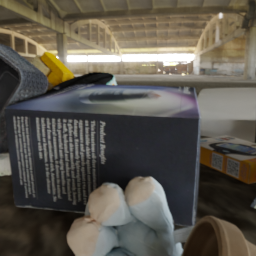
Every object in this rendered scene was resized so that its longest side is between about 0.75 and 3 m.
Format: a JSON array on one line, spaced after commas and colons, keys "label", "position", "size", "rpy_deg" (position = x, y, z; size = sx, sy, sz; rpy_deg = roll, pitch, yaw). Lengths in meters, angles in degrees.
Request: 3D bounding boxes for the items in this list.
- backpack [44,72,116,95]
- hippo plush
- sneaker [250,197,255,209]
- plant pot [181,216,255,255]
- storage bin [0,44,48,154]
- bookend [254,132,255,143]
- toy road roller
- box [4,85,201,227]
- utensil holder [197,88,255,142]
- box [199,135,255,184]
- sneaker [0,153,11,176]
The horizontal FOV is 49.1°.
[{"label": "backpack", "position": [-1.288, -0.670, 8.245], "size": [1.961, 1.710, 2.231], "rpy_deg": [9, 46, 46]}, {"label": "hippo plush", "position": [0.044, 0.896, 3.018], "size": [1.366, 1.088, 1.099], "rpy_deg": [-3, 13, -11]}, {"label": "sneaker", "position": [2.548, 0.965, 4.104], "size": [0.855, 0.731, 2.085], "rpy_deg": [34, 31, 34]}, {"label": "plant pot", "position": [0.868, 1.261, 2.064], "size": [0.856, 0.982, 0.982], "rpy_deg": [19, 13, 1]}, {"label": "storage bin", "position": [-2.434, -0.479, 4.841], "size": [1.230, 1.820, 0.853], "rpy_deg": [38, 10, 8]}, {"label": "bookend", "position": [4.061, 0.394, 6.062], "size": [1.746, 0.809, 1.757], "rpy_deg": [-3, 13, -10]}, {"label": "toy road roller", "position": [-2.428, -1.394, 10.480], "size": [2.669, 1.640, 1.948], "rpy_deg": [45, 17, 8]}, {"label": "box", "position": [-0.141, 0.156, 4.843], "size": [2.600, 1.616, 2.622], "rpy_deg": [4, 17, 10]}, {"label": "utensil holder", "position": [3.071, -0.412, 8.148], "size": [1.851, 1.573, 1.573], "rpy_deg": [6, 13, 33]}, {"label": "box", "position": [2.274, 0.573, 6.196], "size": [1.304, 0.454, 2.191], "rpy_deg": [-6, 14, -25]}, {"label": "sneaker", "position": [-2.519, 0.751, 5.380], "size": [1.427, 0.502, 0.572], "rpy_deg": [13, 49, 3]}]
